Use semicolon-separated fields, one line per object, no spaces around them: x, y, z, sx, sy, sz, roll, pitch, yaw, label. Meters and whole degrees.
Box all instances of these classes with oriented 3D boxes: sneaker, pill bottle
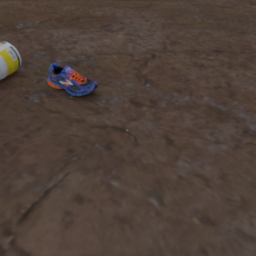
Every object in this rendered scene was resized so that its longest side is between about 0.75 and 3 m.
-2.269;-1.912;11.016;2.378;0.933;0.896;17;41;21;sneaker
-5.669;-2.531;11.494;1.326;1.326;2.367;15;40;18;pill bottle
